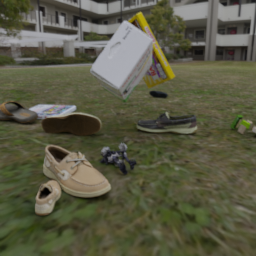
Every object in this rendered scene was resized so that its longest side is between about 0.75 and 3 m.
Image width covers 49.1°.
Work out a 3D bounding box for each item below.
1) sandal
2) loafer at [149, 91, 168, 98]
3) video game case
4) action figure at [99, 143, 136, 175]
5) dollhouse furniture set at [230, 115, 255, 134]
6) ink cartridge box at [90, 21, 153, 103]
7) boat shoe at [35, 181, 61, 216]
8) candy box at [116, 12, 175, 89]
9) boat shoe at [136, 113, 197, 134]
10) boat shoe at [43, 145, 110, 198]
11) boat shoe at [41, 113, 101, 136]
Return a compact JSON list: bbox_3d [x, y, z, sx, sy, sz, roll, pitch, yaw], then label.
[{"bbox_3d":[-5.221,-0.773,12.555,2.635,0.719,1.077,13,43,27],"label":"sandal"},{"bbox_3d":[2.011,-2.209,18.516,1.259,0.428,0.442,13,15,24],"label":"loafer"},{"bbox_3d":[-3.948,-0.789,13.893,2.063,0.260,2.264,2,16,9],"label":"video game case"},{"bbox_3d":[-0.339,0.777,7.820,0.782,0.672,1.316,-22,27,-29],"label":"action figure"},{"bbox_3d":[4.756,0.108,10.868,0.747,0.577,1.495,-5,35,-43],"label":"dollhouse furniture set"},{"bbox_3d":[-0.113,-2.110,9.671,1.115,1.924,2.657,34,0,5],"label":"ink cartridge box"},{"bbox_3d":[-1.725,1.408,6.094,0.431,0.390,1.209,-1,16,-5],"label":"boat shoe"},{"bbox_3d":[0.716,-3.150,11.808,0.384,2.911,1.488,-38,13,-32],"label":"candy box"},{"bbox_3d":[1.516,-0.238,11.043,2.360,0.776,0.843,3,17,11],"label":"boat shoe"},{"bbox_3d":[-1.371,1.004,6.818,2.342,0.756,0.835,14,21,40],"label":"boat shoe"},{"bbox_3d":[-2.130,-0.211,10.904,2.409,0.869,0.782,-1,17,15],"label":"boat shoe"}]
